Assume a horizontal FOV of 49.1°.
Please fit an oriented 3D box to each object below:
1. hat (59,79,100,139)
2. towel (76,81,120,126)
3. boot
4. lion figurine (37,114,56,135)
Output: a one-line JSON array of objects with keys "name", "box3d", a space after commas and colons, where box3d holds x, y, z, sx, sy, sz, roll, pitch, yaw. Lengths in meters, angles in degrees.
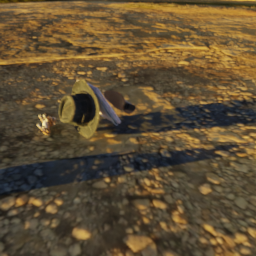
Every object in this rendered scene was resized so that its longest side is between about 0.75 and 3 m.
[{"name": "hat", "box3d": [-1.984, -0.593, 10.315, 0.946, 2.345, 2.345, -14, 34, -35]}, {"name": "towel", "box3d": [-1.213, -1.008, 11.204, 0.301, 1.870, 1.786, -42, 35, -12]}, {"name": "boot", "box3d": [-0.430, -1.035, 11.594, 1.641, 0.576, 1.199, 30, -6, -20]}, {"name": "lion figurine", "box3d": [-3.266, -0.064, 11.207, 0.460, 0.777, 1.268, -14, 44, 13]}]
